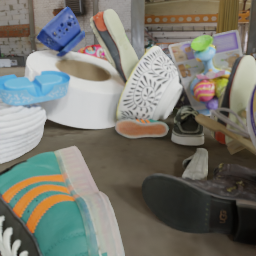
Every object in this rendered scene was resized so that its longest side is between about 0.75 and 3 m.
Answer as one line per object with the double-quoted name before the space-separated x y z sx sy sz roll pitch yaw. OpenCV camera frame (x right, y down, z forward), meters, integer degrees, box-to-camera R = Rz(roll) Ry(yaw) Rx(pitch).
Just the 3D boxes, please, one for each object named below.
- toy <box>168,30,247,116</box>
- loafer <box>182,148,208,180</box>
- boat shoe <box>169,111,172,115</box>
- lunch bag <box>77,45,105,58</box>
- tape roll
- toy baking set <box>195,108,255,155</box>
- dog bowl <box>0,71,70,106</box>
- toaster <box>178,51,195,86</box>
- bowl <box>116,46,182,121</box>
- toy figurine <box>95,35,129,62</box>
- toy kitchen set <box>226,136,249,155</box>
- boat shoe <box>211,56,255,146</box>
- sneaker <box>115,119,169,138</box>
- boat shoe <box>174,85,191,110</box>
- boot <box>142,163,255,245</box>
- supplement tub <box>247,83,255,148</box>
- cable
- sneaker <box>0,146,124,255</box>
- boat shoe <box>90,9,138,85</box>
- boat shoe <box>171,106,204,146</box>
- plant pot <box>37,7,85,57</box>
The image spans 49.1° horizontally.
"toy" 2.131 -1.033 7.050 1.558 2.705 0.639 -6 48 26
"loafer" 1.056 0.564 4.420 0.367 0.367 1.051 12 18 13
"boat shoe" 0.932 -0.500 8.759 0.888 0.319 0.300 -3 -19 11
"lunch bag" -0.997 -2.206 11.256 1.881 2.135 0.875 -15 10 -38
"tape roll" -1.338 -1.157 7.777 2.978 1.041 2.978 14 28 -8
"toy baking set" 2.275 0.197 4.682 2.279 0.265 1.749 -4 40 -25
"dog bowl" -1.859 -0.801 5.590 1.446 0.358 0.806 -16 37 -30
"toaster" 2.134 -1.532 9.413 1.202 2.026 1.832 16 21 5
"bowl" 0.686 -0.840 6.965 0.997 2.124 2.124 30 23 14
"toy figurine" -0.941 -1.825 9.818 2.467 2.681 2.013 -19 -23 13
"toy kitchen set" 2.203 0.458 5.004 0.619 0.684 0.758 -8 -23 -39
"boat shoe" 2.095 -0.539 5.678 0.659 1.852 0.580 -7 22 -25
"sneaker" 0.326 0.015 6.502 1.221 0.436 0.488 5 5 12
"boat shoe" 1.403 -0.953 8.412 2.138 0.769 0.693 21 16 12
"boot" 1.100 0.765 3.482 1.608 0.557 1.400 14 17 19
"supplement tub" 2.597 -0.431 2.757 1.972 1.972 2.713 0 -16 2
"cable" -3.041 -0.090 5.580 2.733 0.946 2.734 14 17 32
"sneaker" -0.694 0.900 2.296 1.053 0.941 2.636 -13 15 -16
"boat shoe" -0.294 -1.877 6.943 0.620 1.982 0.706 -7 30 37
"boat shoe" 1.343 -0.105 6.438 0.690 0.621 1.952 2 15 6
"plant pot" -1.753 -2.485 7.488 0.949 0.853 0.949 -49 23 -16
